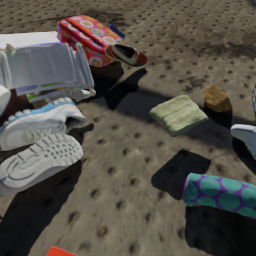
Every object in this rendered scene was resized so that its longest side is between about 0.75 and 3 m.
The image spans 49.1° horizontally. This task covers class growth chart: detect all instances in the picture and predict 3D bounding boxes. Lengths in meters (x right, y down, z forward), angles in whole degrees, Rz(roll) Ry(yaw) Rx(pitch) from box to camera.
[{"bbox_3d":[-2.557,-1.723,8.629,2.940,0.261,2.128,-6,77,-15],"label":"growth chart"}]

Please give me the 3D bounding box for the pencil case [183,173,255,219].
[{"bbox_3d":[2.099,1.517,6.229,1.692,0.782,0.720,9,14,14],"label":"pencil case"}]

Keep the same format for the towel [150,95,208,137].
[{"bbox_3d":[1.395,-0.374,7.655,1.462,0.267,1.085,-25,60,-31],"label":"towel"}]

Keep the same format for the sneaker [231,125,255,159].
[{"bbox_3d":[3.494,0.481,7.464,0.658,0.678,1.857,-50,45,-10],"label":"sneaker"}]

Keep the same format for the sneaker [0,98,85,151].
[{"bbox_3d":[-2.328,0.010,7.820,2.536,0.951,1.099,-30,55,-29],"label":"sneaker"}]

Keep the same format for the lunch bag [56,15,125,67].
[{"bbox_3d":[-1.593,-3.425,11.103,2.445,1.002,2.154,37,42,13],"label":"lunch bag"}]

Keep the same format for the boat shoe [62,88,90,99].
[{"bbox_3d":[-1.820,-1.221,9.575,1.052,0.344,0.387,0,42,-1],"label":"boat shoe"}]

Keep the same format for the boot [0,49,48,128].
[{"bbox_3d":[-3.990,-1.198,8.692,2.684,0.971,2.232,44,60,13],"label":"boot"}]

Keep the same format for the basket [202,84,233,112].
[{"bbox_3d":[2.913,-0.886,9.263,0.626,0.653,0.877,-37,45,8],"label":"basket"}]

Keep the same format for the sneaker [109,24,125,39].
[{"bbox_3d":[-0.532,-4.132,12.139,0.820,0.331,0.314,40,78,-13],"label":"sneaker"}]

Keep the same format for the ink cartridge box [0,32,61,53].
[{"bbox_3d":[-3.758,-3.131,11.306,2.691,0.584,2.666,-14,44,-29],"label":"ink cartridge box"}]

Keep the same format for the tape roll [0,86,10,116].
[{"bbox_3d":[-3.753,-0.347,7.022,0.640,1.830,1.830,32,42,-13],"label":"tape roll"}]

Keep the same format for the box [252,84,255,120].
[{"bbox_3d":[4.871,-0.504,8.656,1.726,0.500,2.172,9,43,10],"label":"box"}]

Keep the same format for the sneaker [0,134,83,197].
[{"bbox_3d":[-2.152,0.882,6.835,2.390,0.962,0.913,-22,71,-49],"label":"sneaker"}]

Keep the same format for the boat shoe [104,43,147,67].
[{"bbox_3d":[0.038,-2.766,10.542,1.883,0.589,0.670,8,76,-37],"label":"boat shoe"}]

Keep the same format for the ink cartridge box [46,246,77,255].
[{"bbox_3d":[-0.512,3.117,4.315,2.569,0.733,2.088,21,45,5],"label":"ink cartridge box"}]
